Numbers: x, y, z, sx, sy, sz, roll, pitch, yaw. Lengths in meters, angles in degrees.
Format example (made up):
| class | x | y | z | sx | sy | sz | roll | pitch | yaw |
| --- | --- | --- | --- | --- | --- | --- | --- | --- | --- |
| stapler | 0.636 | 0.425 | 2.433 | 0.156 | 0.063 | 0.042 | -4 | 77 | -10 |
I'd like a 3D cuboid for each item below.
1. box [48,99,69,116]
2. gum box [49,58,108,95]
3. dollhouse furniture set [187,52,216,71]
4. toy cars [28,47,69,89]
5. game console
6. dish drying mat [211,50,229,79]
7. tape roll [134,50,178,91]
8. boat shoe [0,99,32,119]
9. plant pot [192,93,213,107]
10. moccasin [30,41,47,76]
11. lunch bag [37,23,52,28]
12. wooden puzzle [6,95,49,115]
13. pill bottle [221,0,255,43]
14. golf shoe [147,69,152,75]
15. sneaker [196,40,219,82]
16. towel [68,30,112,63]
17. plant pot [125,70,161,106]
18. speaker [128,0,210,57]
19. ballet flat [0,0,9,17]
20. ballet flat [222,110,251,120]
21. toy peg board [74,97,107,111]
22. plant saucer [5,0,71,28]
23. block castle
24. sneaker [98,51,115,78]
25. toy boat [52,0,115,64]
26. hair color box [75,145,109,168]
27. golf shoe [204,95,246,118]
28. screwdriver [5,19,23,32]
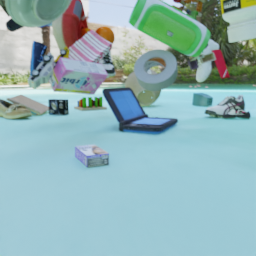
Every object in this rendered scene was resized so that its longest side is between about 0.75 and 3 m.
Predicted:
| class | x | y | z | sx | sy | sz | roll | pitch | yaw |
| --- | --- | --- | --- | --- | --- | --- | --- | --- | --- |
| box | -3.274 | -0.976 | 13.173 | 0.898 | 0.735 | 0.387 | 5 | 10 | 24 |
| gum box | -1.177 | -1.226 | 6.823 | 1.273 | 0.421 | 0.722 | -2 | -35 | -43 |
| dollhouse furniture set | 2.421 | -2.403 | 8.929 | 0.950 | 0.753 | 0.674 | -20 | -1 | -17 |
| toy cars | -1.728 | -1.380 | 6.573 | 0.398 | 0.806 | 1.798 | 30 | 26 | -3 |
| game console | 0.497 | -0.698 | 9.674 | 1.997 | 1.384 | 2.339 | 4 | 11 | 24 |
| dish drying mat | 3.427 | -2.371 | 10.364 | 0.432 | 1.125 | 0.102 | -12 | -8 | -23 |
| tape roll | 0.834 | -1.736 | 8.412 | 1.273 | 1.273 | 0.421 | 3 | -26 | 15 |
| boat shoe | -5.064 | -0.829 | 12.232 | 2.408 | 0.758 | 0.878 | 9 | 13 | 43 |
| plant pot | 4.725 | -1.720 | 17.574 | 0.786 | 0.786 | 1.112 | -6 | 18 | -30 |
| moccasin | -2.957 | -2.279 | 9.399 | 0.579 | 1.698 | 0.683 | 7 | -30 | -24 |
| lunch bag | -3.088 | -4.528 | 10.788 | 1.374 | 1.030 | 1.616 | -8 | 6 | 30 |
| wooden puzzle | -4.741 | -1.080 | 13.484 | 1.679 | 0.338 | 1.814 | 24 | 10 | -3 |
| pill bottle | 2.491 | -2.878 | 5.790 | 1.142 | 1.998 | 1.142 | -10 | 13 | 2 |
| golf shoe | 0.705 | -2.723 | 12.515 | 0.561 | 0.697 | 1.434 | -13 | 45 | 7 |
| sneaker | 3.374 | -3.079 | 12.688 | 0.858 | 1.940 | 0.730 | 22 | -4 | -34 |
| towel | -1.160 | -2.032 | 7.473 | 0.942 | 1.288 | 0.193 | 41 | -14 | 26 |
| plant pot | 1.011 | -2.247 | 17.158 | 2.336 | 2.336 | 1.568 | -1 | 35 | -4 |
| speaker | 1.213 | -2.953 | 8.205 | 2.299 | 1.017 | 1.017 | 23 | 5 | -14 |
| ballet flat | -2.850 | -2.971 | 6.480 | 0.331 | 0.482 | 1.430 | -36 | 8 | -8 |
| ballet flat | 4.555 | -0.567 | 11.800 | 1.157 | 0.396 | 0.393 | 0 | 11 | 2 |
| toy peg board | -2.140 | -1.401 | 15.718 | 1.462 | 0.715 | 1.456 | -5 | 11 | -28 |
| plant saucer | -1.823 | -2.955 | 6.333 | 0.463 | 1.847 | 1.847 | 46 | 25 | 12 |
| block castle | 2.001 | -4.018 | 10.163 | 0.781 | 1.664 | 1.112 | 4 | 8 | -44 |
| sneaker | -1.078 | -2.976 | 11.806 | 0.857 | 0.993 | 2.266 | -3 | 42 | -24 |
| toy boat | -1.404 | -3.177 | 9.923 | 1.869 | 1.866 | 2.859 | 2 | -24 | 5 |
| hair color box | -0.749 | 0.555 | 5.665 | 0.456 | 0.270 | 0.834 | -4 | 12 | -27 |
| golf shoe | 4.313 | -0.964 | 12.547 | 2.191 | 0.965 | 0.846 | -6 | 13 | -27 |
| screwdriver | -2.413 | -3.343 | 7.851 | 0.368 | 0.353 | 2.531 | 34 | 54 | 8 |
